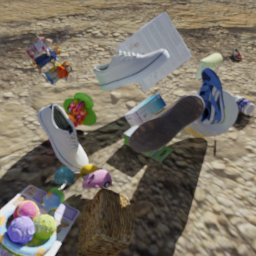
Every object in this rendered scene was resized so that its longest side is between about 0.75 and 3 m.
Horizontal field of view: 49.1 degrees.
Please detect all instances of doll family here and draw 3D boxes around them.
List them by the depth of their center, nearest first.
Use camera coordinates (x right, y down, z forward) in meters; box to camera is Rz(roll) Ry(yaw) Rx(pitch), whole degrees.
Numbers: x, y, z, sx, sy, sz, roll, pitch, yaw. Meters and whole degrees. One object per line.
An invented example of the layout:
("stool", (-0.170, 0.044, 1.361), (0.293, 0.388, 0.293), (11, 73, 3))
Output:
("doll family", (-2.766, -2.382, 10.095), (1.122, 1.807, 0.814), (-40, 11, -21))

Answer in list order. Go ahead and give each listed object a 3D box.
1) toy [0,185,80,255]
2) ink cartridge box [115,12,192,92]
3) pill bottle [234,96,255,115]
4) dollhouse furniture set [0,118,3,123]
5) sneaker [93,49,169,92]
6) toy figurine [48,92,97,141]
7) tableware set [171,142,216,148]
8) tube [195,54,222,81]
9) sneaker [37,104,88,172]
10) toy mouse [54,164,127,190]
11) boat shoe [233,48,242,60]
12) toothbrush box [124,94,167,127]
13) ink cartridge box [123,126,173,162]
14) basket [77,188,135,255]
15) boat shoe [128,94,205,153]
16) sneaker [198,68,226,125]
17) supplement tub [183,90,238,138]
("toy", (-1.943, 1.899, 5.841), (1.450, 0.595, 2.518), (29, 13, 1))
("ink cartridge box", (1.026, -3.118, 11.623), (2.691, 2.188, 0.768), (-37, 14, -7))
("pill bottle", (4.464, -0.899, 10.927), (0.483, 0.483, 0.835), (-15, 38, -19))
("dollhouse furniture set", (-5.103, -0.147, 9.968), (0.534, 0.625, 1.207), (-26, 20, 37))
("sneaker", (-0.044, -1.959, 8.864), (2.738, 0.969, 1.000), (-18, 30, 34))
("toy figurine", (-1.889, -0.090, 9.019), (1.306, 1.739, 1.601), (32, 55, -4))
("tableware set", (1.788, 0.456, 7.610), (1.134, 0.132, 0.948), (1, -1, 37))
("tube", (2.357, -1.880, 8.313), (0.409, 0.458, 1.577), (-23, 9, 42))
("sneaker", (-1.783, 0.307, 7.997), (0.764, 2.158, 0.788), (-24, 14, 44))
("toy mouse", (-1.135, 1.194, 6.945), (2.068, 0.400, 1.837), (4, 0, 26))
("boat shoe", (5.987, -4.043, 15.336), (0.373, 0.328, 1.049), (2, 38, 0))
("toothbrush box", (0.501, -0.517, 8.337), (1.059, 0.452, 0.775), (-36, 9, -17))
("ink cartridge box", (0.661, 0.451, 9.123), (1.490, 0.442, 0.774), (26, 43, 30))
("basket", (-0.495, 2.311, 6.604), (0.982, 1.025, 1.375), (26, 30, -21))
("boat shoe", (0.997, -0.094, 7.327), (2.210, 0.837, 0.793), (-32, 6, 15))
("sneaker", (2.116, -0.821, 7.408), (0.638, 1.552, 0.574), (-11, -1, -9))
("supplement tub", (2.436, -0.431, 8.759), (1.457, 1.457, 2.004), (0, -3, 0))
